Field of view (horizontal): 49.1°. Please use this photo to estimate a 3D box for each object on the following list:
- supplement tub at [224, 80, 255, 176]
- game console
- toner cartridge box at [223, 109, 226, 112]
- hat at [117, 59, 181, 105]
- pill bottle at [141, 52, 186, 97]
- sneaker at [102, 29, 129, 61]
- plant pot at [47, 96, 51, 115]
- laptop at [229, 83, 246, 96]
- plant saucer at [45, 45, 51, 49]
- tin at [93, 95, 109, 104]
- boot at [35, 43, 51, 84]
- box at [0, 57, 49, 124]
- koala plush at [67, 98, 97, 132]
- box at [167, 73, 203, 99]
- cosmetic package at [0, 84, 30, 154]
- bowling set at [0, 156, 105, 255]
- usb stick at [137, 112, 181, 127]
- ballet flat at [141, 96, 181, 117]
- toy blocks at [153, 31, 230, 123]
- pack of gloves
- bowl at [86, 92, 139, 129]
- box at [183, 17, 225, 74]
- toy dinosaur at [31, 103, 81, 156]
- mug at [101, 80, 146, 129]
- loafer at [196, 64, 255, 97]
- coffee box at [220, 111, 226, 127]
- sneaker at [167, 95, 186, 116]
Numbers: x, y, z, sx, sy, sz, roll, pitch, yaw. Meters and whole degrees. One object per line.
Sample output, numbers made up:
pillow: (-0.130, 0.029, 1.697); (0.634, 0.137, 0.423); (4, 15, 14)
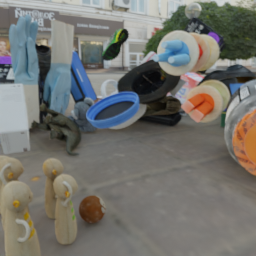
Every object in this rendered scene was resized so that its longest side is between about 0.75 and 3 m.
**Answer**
supplement tub: (2.899, -0.070, 5.882); (1.656, 1.656, 2.703); (5, 18, 19)
game console: (-1.983, -1.643, 9.937); (1.096, 1.852, 1.581); (-23, 6, 14)
toner cartridge box: (3.614, -0.952, 9.594); (1.013, 0.481, 0.219); (-21, 40, -25)
hat: (0.687, -1.245, 8.721); (2.001, 0.807, 2.001); (-10, 50, 12)
pill bottle: (1.173, -1.811, 9.638); (1.582, 0.860, 0.860); (40, 20, 3)
sneaker: (-0.521, -3.042, 10.342); (0.537, 1.377, 0.587); (42, -11, -37)
plant pot: (-3.634, -1.232, 11.159); (1.661, 1.561, 1.661); (0, 13, 0)
laptop: (4.490, -0.386, 7.710); (2.445, 1.514, 2.612); (-3, 14, -10)
plant saucer: (-3.138, -2.882, 11.975); (0.283, 1.598, 1.598); (-25, -4, 37)
tin: (-0.721, -1.273, 13.721); (2.557, 0.535, 1.432); (10, 21, 37)
boot: (-3.254, -2.132, 9.406); (2.386, 1.571, 0.833); (6, 47, 24)
box: (-3.369, -1.063, 8.825); (1.277, 2.090, 1.108); (2, 51, -1)
koala plush: (-1.334, -0.427, 8.445); (0.937, 1.020, 0.905); (41, 67, 21)
box: (2.678, -1.876, 12.949); (2.682, 1.270, 1.376); (32, 29, 32)
cosmetic package: (-2.389, -0.208, 5.850); (0.538, 0.748, 1.326); (-5, 51, -19)
bowling set: (-1.004, 0.813, 3.632); (1.365, 1.053, 1.961); (-9, 16, -31)
usb stick: (0.763, -0.486, 10.420); (2.574, 0.420, 0.714); (12, 33, 42)
ballet flat: (0.615, -0.718, 9.793); (2.475, 0.834, 0.574); (-1, 7, 28)
toy blocks: (1.514, -1.120, 6.609); (0.977, 2.242, 2.689); (-12, 7, 33)
pack of gloves: (-2.535, -1.569, 7.955); (0.584, 2.958, 2.485); (11, 14, 23)
bowl: (-0.282, -0.347, 5.411); (1.062, 0.208, 1.062); (-17, 29, 10)
box: (2.286, -2.557, 8.995); (1.056, 1.217, 1.991); (42, 19, 13)
toy dinosaur: (-1.713, -0.005, 7.304); (2.306, 0.888, 1.179); (23, 4, 39)
mug: (-0.339, -0.781, 9.040); (1.199, 1.623, 1.423); (-16, 15, 39)
loafer: (3.190, -1.379, 9.064); (2.591, 0.943, 0.937); (-28, 42, -24)
coffee box: (4.135, -0.448, 10.122); (1.397, 0.500, 2.273); (6, 15, 23)
sneaker: (1.756, -0.829, 11.248); (1.073, 0.701, 1.866); (17, 29, 30)
